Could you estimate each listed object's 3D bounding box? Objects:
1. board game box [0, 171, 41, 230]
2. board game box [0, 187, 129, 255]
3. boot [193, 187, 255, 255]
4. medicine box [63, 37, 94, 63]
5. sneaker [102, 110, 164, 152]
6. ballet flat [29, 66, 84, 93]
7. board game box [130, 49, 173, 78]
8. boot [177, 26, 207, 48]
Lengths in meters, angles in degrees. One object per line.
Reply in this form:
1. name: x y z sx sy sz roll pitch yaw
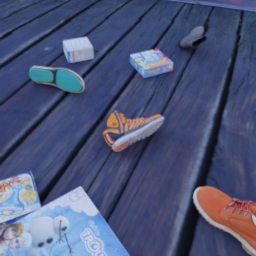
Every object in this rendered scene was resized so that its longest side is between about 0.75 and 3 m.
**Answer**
1. board game box: -3.825 2.280 8.281 2.247 0.387 1.521 -18 46 -18
2. board game box: -1.736 3.257 7.046 2.849 0.621 2.863 -25 48 -26
3. boot: 3.002 2.265 7.546 1.024 1.463 2.729 -34 51 -29
4. medicine box: -2.694 -4.203 15.070 1.386 0.713 1.262 -14 45 -14
5. sneaker: 0.121 -0.205 10.392 2.396 0.929 1.342 -25 65 -26
6. ballet flat: -3.167 -2.370 12.958 2.976 1.004 0.928 18 24 16
7. board game box: 1.164 -3.319 14.296 1.654 0.462 1.619 -18 45 -19
8. boot: 3.881 -5.004 15.617 2.050 0.715 1.349 -43 33 -18
